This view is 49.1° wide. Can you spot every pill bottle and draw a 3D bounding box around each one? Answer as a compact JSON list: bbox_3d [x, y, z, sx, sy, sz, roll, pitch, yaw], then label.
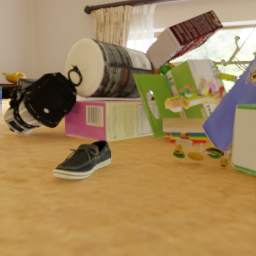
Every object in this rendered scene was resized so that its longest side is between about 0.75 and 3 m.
[{"bbox_3d":[-0.216,-1.454,7.415,1.383,1.383,2.603,6,7,40],"label":"pill bottle"}]

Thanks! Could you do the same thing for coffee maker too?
[{"bbox_3d":[-1.953,-0.583,6.537,1.551,1.087,1.615,-34,15,-38],"label":"coffee maker"}]

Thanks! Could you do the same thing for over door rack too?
[{"bbox_3d":[3.882,-2.244,7.735,1.679,2.273,0.757,32,21,-17],"label":"over door rack"}]

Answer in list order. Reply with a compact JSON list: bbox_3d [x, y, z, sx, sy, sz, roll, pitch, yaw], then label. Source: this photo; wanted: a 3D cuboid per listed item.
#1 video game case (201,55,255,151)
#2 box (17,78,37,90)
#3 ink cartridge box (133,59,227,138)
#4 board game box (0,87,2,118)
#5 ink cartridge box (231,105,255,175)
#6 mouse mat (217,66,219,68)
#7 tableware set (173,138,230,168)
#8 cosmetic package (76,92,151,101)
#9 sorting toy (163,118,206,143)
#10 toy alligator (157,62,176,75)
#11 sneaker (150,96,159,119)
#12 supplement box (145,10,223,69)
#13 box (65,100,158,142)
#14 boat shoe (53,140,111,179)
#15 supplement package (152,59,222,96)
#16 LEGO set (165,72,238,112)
[{"bbox_3d":[2.988,-0.845,4.514,2.630,2.902,0.659,-3,49,-32],"label":"video game case"},{"bbox_3d":[-3.460,-1.333,12.192,2.183,1.169,1.620,17,12,18],"label":"box"},{"bbox_3d":[1.432,-0.752,6.861,2.295,1.696,0.869,-9,-13,-41],"label":"ink cartridge box"},{"bbox_3d":[-4.292,-0.637,7.890,1.321,0.391,1.737,3,-25,-25],"label":"board game box"},{"bbox_3d":[2.676,0.150,3.479,2.154,0.895,1.579,-4,8,-26],"label":"ink cartridge box"},{"bbox_3d":[2.154,-1.200,9.511,0.104,2.218,2.756,41,15,0],"label":"mouse mat"},{"bbox_3d":[1.008,0.390,3.927,0.781,0.120,0.526,13,-29,16],"label":"tableware set"},{"bbox_3d":[-0.649,-1.221,9.354,2.036,1.256,2.042,3,-18,-26],"label":"cosmetic package"},{"bbox_3d":[1.250,0.053,6.116,0.981,0.341,0.975,1,14,7],"label":"sorting toy"},{"bbox_3d":[1.197,-1.567,8.079,0.473,0.517,1.745,42,16,23],"label":"toy alligator"},{"bbox_3d":[0.742,-0.407,9.172,1.050,0.686,1.877,-37,16,26],"label":"sneaker"},{"bbox_3d":[1.159,-1.824,5.754,1.506,0.459,0.820,-32,-2,-31],"label":"supplement box"},{"bbox_3d":[-0.393,-0.252,6.845,1.737,0.840,1.528,-7,10,-45],"label":"box"},{"bbox_3d":[-0.579,0.401,3.719,0.436,0.363,1.168,5,10,24],"label":"boat shoe"},{"bbox_3d":[2.711,-1.800,12.784,2.552,1.937,1.922,4,-9,35],"label":"supplement package"},{"bbox_3d":[1.619,-0.730,5.630,1.782,0.663,0.820,3,30,-2],"label":"LEGO set"}]
